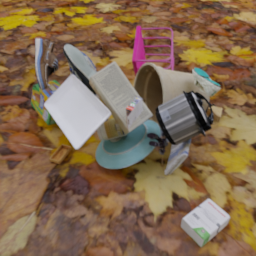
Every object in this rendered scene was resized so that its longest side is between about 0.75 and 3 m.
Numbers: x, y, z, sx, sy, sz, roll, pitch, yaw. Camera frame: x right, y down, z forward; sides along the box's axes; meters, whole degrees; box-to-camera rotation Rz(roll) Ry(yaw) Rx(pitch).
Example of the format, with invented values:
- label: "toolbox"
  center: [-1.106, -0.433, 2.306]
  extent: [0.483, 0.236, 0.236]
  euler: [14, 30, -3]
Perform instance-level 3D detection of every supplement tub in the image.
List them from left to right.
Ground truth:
- label: "supplement tub"
  center: [-0.563, 0.031, 9.664]
  extent: [0.969, 0.699, 0.699]
  euler: [-14, 41, 1]

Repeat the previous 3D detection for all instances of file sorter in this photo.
- label: "file sorter"
  center: [1.151, -2.824, 11.899]
  extent: [1.524, 2.430, 1.689]
  euler: [3, 69, 11]

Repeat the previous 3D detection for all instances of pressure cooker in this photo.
- label: "pressure cooker"
  center: [1.767, -0.328, 8.483]
  extent: [1.558, 1.370, 1.392]
  euler: [-28, 9, 16]

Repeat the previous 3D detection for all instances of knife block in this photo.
- label: "knife block"
  center: [3.515, -0.682, 11.806]
  extent: [0.818, 0.298, 0.932]
  euler: [12, 43, 15]

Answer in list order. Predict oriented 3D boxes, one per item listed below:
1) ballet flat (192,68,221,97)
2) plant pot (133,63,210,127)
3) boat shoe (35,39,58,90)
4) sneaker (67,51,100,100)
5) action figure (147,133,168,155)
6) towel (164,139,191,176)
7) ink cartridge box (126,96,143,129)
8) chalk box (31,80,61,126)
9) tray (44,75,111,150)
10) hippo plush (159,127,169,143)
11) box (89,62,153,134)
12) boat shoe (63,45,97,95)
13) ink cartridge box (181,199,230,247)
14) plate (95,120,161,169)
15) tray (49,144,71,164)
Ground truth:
- label: "ballet flat"
  center: [2.550, -1.550, 9.586]
  extent: [0.594, 0.594, 1.656]
  euler: [-7, 33, -8]
- label: "plant pot"
  center: [1.777, -1.244, 11.048]
  extent: [2.353, 2.571, 2.571]
  euler: [-5, 40, -22]
- label: "boat shoe"
  center: [-3.016, -2.432, 10.426]
  extent: [0.812, 0.810, 2.244]
  euler: [-4, 67, -14]
- label: "sneaker"
  center: [-1.852, -1.798, 11.219]
  extent: [1.005, 2.670, 1.177]
  euler: [13, 53, 30]
- label: "action figure"
  center: [1.038, 0.474, 8.997]
  extent: [0.409, 1.179, 0.767]
  euler: [-6, 77, 31]
- label: "towel"
  center: [1.748, 0.629, 9.477]
  extent: [0.217, 1.339, 1.824]
  euler: [28, 46, -4]
- label: "ink cartridge box"
  center: [0.113, -0.434, 7.956]
  extent: [0.228, 0.494, 0.906]
  euler: [20, 51, 24]
- label: "chalk box"
  center: [-2.912, -0.884, 11.130]
  extent: [1.084, 1.090, 1.752]
  euler: [-23, 58, -42]
- label: "tray"
  center: [-1.672, -0.570, 9.064]
  extent: [1.517, 0.313, 2.825]
  euler: [-46, 49, 1]
- label: "hippo plush"
  center: [1.415, 0.188, 10.471]
  extent: [0.628, 0.634, 0.789]
  euler: [40, 88, 8]
- label: "box"
  center: [-0.252, -0.917, 8.940]
  extent: [0.992, 0.812, 2.088]
  euler: [-34, 91, -12]
- label: "boat shoe"
  center: [-1.669, -2.045, 10.048]
  extent: [2.013, 0.607, 0.761]
  euler: [51, 39, -8]
- label: "ink cartridge box"
  center: [2.153, 2.627, 7.817]
  extent: [1.099, 0.463, 0.803]
  euler: [-26, 47, -27]
- label: "plate"
  center: [-0.084, 0.416, 9.772]
  extent: [2.492, 0.318, 2.492]
  euler: [-20, 34, 14]
- label: "tray"
  center: [-2.405, 0.932, 10.002]
  extent: [0.405, 0.152, 0.821]
  euler: [13, 40, 17]
